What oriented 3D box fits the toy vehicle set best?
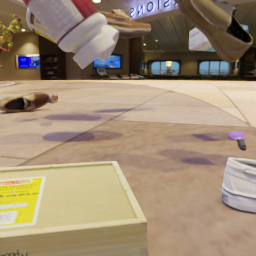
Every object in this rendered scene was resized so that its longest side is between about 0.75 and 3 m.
[{"bbox_3d":[-1.315,0.866,3.002,2.719,0.360,1.689,-2,12,-10],"label":"toy vehicle set"}]

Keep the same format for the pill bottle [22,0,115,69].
[{"bbox_3d":[-1.349,-2.526,6.357,1.200,2.190,1.200,-36,15,11],"label":"pill bottle"}]

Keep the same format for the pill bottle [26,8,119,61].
[{"bbox_3d":[-1.746,-3.289,9.136,2.741,1.497,1.497,28,13,0],"label":"pill bottle"}]

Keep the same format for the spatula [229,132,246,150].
[{"bbox_3d":[2.551,0.280,6.415,0.362,0.132,1.281,1,12,14],"label":"spatula"}]

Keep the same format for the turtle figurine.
[{"bbox_3d":[-3.587,-2.930,8.428,0.389,0.975,1.209,22,-22,12],"label":"turtle figurine"}]

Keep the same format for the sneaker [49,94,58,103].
[{"bbox_3d":[-3.998,-1.516,14.457,0.488,0.436,1.221,-7,8,1],"label":"sneaker"}]

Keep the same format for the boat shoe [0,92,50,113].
[{"bbox_3d":[-4.075,-0.982,11.198,2.024,0.767,0.727,-18,23,-31],"label":"boat shoe"}]

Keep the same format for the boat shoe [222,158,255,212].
[{"bbox_3d":[2.144,0.668,3.273,1.964,0.642,0.723,2,12,7],"label":"boat shoe"}]

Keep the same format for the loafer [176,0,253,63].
[{"bbox_3d":[1.415,-1.796,4.503,0.551,1.634,0.621,-24,31,53],"label":"loafer"}]

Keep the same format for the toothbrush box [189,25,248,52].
[{"bbox_3d":[2.048,-2.060,6.415,1.065,0.454,0.780,1,2,-16],"label":"toothbrush box"}]

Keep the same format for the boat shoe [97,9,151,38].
[{"bbox_3d":[-0.354,-4.035,10.720,2.785,1.000,1.054,-7,7,-28],"label":"boat shoe"}]
